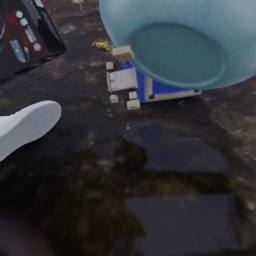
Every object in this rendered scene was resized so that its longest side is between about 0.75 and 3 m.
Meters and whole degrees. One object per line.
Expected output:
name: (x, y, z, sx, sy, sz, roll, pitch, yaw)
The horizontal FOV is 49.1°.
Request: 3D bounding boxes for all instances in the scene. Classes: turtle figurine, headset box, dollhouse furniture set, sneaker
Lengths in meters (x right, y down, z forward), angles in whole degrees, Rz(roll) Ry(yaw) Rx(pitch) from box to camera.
turtle figurine: (-1.031, -3.441, 11.792, 0.760, 0.303, 0.942, 25, 32, 18)
headset box: (-2.635, -1.527, 4.532, 2.566, 1.910, 0.991, -23, 15, 11)
dollhouse furniture set: (-0.095, -0.631, 3.733, 0.403, 0.777, 0.344, -8, -4, 11)
sneaker: (-2.976, -0.154, 6.802, 1.448, 0.923, 2.505, 27, 45, 27)

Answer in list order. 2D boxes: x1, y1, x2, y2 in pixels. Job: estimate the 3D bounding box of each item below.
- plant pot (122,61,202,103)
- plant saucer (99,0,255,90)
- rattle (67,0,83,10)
plant pot: (1.114, -2.157, 8.345, 2.376, 2.377, 2.137, -8, 42, -6)
plant saucer: (0.782, -1.238, 4.225, 2.803, 2.803, 0.540, 14, 71, 18)
rattle: (-1.641, -4.350, 8.951, 0.770, 1.078, 0.702, -19, 41, 35)
